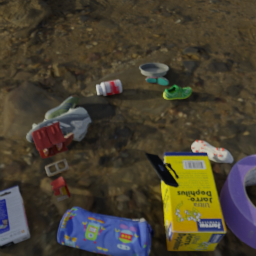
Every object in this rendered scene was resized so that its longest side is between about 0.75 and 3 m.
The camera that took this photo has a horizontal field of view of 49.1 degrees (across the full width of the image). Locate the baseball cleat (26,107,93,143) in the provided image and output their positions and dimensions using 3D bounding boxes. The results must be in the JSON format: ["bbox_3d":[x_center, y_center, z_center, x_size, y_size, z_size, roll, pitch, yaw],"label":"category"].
[{"bbox_3d":[-2.730,0.127,11.440,2.665,0.929,1.418,-30,69,-14],"label":"baseball cleat"}]

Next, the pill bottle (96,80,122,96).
[{"bbox_3d":[-0.921,-1.909,13.499,1.146,0.643,0.643,-11,48,-10],"label":"pill bottle"}]

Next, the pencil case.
[{"bbox_3d":[-0.643,3.174,8.444,2.849,1.112,1.238,9,77,8],"label":"pencil case"}]

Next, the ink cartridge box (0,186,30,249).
[{"bbox_3d":[-3.907,2.896,9.266,0.910,0.356,1.922,-18,52,-15],"label":"ink cartridge box"}]

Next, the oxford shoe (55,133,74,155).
[{"bbox_3d":[-2.593,0.533,10.785,0.433,0.416,1.174,32,57,29],"label":"oxford shoe"}]

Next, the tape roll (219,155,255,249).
[{"bbox_3d":[4.597,2.389,9.120,2.941,1.249,2.941,0,47,0],"label":"tape roll"}]

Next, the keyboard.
[{"bbox_3d":[0.983,1.146,7.557,0.824,0.134,1.297,15,26,-31],"label":"keyboard"}]

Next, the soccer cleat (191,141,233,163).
[{"bbox_3d":[2.945,0.902,9.983,0.586,0.656,1.692,-56,30,-9],"label":"soccer cleat"}]

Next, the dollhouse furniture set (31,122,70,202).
[{"bbox_3d":[-2.310,1.154,9.311,0.949,1.256,2.334,-21,77,-16],"label":"dollhouse furniture set"}]

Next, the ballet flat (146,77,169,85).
[{"bbox_3d":[1.488,-2.433,14.183,1.189,0.411,0.423,8,37,10],"label":"ballet flat"}]

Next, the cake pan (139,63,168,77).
[{"bbox_3d":[1.334,-3.001,14.530,1.501,0.275,1.501,0,32,0],"label":"cake pan"}]

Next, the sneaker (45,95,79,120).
[{"bbox_3d":[-2.714,-0.711,12.478,0.836,0.624,1.862,39,56,18],"label":"sneaker"}]

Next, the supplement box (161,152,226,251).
[{"bbox_3d":[1.937,2.300,9.014,1.513,1.503,2.762,0,47,0],"label":"supplement box"}]

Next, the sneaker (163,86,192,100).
[{"bbox_3d":[2.392,-1.711,13.341,1.439,0.601,0.533,-12,48,-12],"label":"sneaker"}]
